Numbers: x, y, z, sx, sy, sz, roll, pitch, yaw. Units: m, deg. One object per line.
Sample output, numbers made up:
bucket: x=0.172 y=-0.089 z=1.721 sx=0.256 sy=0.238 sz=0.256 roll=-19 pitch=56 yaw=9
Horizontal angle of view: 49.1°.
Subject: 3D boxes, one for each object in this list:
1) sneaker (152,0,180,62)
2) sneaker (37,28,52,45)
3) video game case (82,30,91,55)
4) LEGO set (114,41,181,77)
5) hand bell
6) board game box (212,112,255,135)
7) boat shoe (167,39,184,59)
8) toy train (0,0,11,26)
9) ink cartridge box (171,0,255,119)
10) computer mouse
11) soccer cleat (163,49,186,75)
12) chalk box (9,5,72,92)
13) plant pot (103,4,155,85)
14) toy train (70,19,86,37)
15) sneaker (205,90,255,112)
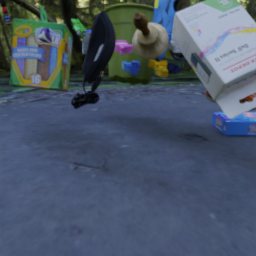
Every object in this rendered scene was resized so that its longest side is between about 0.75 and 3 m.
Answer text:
sneaker: x=1.254 y=-3.247 z=9.061 sx=0.879 sy=2.241 sz=0.739 roll=4 pitch=-9 yaw=18
sneaker: x=-2.420 y=-2.749 z=8.346 sx=0.395 sy=0.409 sz=0.980 roll=18 pitch=7 yaw=-14
video game case: x=-1.614 y=-4.234 z=13.834 sx=1.266 sy=1.148 sz=0.288 roll=-8 pitch=45 yaw=-19
LEGO set: x=0.827 y=-2.328 z=9.664 sx=2.839 sy=1.083 sz=1.165 roll=-5 pitch=32 yaw=-13
hand bell: x=0.396 y=-2.376 z=6.782 sx=1.001 sy=1.001 sz=1.923 roll=3 pitch=1 yaw=13
board game box: x=4.620 y=-0.182 z=10.614 sx=2.396 sy=0.539 sz=1.822 roll=0 pitch=14 yaw=1
boat shoe: x=2.090 y=-3.070 z=11.184 sx=0.673 sy=0.662 sz=1.867 roll=3 pitch=36 yaw=-38
toy train: x=-3.844 y=-3.639 z=8.769 sx=0.171 sy=1.004 sz=0.230 roll=-17 pitch=-14 yaw=-16
ink cartridge box: x=2.593 y=-1.899 z=7.218 sx=1.724 sy=2.944 sz=0.991 roll=-26 pitch=-19 yaw=-8
computer mouse: x=-0.744 y=-1.726 z=7.747 sx=0.597 sy=2.594 sz=1.821 roll=19 pitch=8 yaw=5
soccer cleat: x=1.599 y=-3.475 z=12.342 sx=0.834 sy=1.079 sz=2.579 roll=-15 pitch=59 yaw=-40
chalk box: x=-3.062 y=-2.869 z=10.266 sx=1.799 sy=2.906 sz=1.808 roll=6 pitch=6 yaw=-3
plant pot: x=0.186 y=-3.134 z=11.240 sx=2.734 sy=2.596 sz=2.734 roll=7 pitch=0 yaw=0
toy train: x=-2.375 y=-4.737 z=13.197 sx=0.461 sy=0.341 sz=1.635 roll=-3 pitch=39 yaw=-25
sneaker: x=3.120 y=-0.966 z=7.924 sx=1.680 sy=0.652 sz=0.941 roll=9 pitch=-21 yaw=-5
